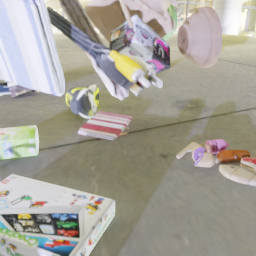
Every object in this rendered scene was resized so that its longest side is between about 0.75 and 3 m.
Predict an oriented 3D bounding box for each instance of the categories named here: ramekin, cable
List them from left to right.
[{"bbox_3d":[-0.451,-1.667,5.962,2.891,0.727,1.404,44,16,11],"label":"cable"},{"bbox_3d":[1.017,-4.264,11.131,1.913,1.913,0.934,12,16,27],"label":"ramekin"}]

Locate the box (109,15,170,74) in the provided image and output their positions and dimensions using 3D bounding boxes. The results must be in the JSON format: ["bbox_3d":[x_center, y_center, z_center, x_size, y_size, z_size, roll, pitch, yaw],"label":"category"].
[{"bbox_3d":[0.379,-2.296,8.254,1.068,0.927,1.616,-18,-29,39],"label":"box"}]

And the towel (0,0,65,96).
[{"bbox_3d":[-2.620,-1.889,5.942,2.921,2.146,0.348,18,44,27],"label":"towel"}]

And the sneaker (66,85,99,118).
[{"bbox_3d":[-1.761,-0.940,10.146,1.155,1.017,2.730,-4,14,6],"label":"sneaker"}]

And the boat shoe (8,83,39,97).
[{"bbox_3d":[-4.318,-1.879,12.595,0.746,0.618,2.077,2,17,44],"label":"boat shoe"}]

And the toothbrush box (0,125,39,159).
[{"bbox_3d":[-3.035,0.377,7.379,1.232,0.531,0.897,-7,24,-12],"label":"toothbrush box"}]

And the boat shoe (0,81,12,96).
[{"bbox_3d":[-5.403,-1.872,12.568,1.973,0.610,0.739,-15,27,-32],"label":"boat shoe"}]

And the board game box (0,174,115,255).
[{"bbox_3d":[-1.582,1.527,4.813,2.337,0.404,1.475,9,25,20],"label":"board game box"}]

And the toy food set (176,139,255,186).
[{"bbox_3d":[2.395,0.693,6.859,2.198,0.346,1.397,16,28,33],"label":"toy food set"}]

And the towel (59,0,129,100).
[{"bbox_3d":[-0.893,-2.033,7.322,0.496,2.878,1.907,-31,11,-1],"label":"towel"}]

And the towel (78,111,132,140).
[{"bbox_3d":[-0.687,-0.086,8.932,1.223,0.193,1.697,9,26,16],"label":"towel"}]

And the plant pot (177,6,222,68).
[{"bbox_3d":[2.121,-2.804,8.859,0.855,1.852,1.852,-11,25,-10],"label":"plant pot"}]

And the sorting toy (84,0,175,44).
[{"bbox_3d":[0.060,-3.582,9.073,2.122,2.293,0.418,-33,24,21],"label":"sorting toy"}]

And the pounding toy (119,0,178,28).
[{"bbox_3d":[0.192,-2.799,6.233,1.741,0.999,0.995,14,30,-40],"label":"pounding toy"}]
